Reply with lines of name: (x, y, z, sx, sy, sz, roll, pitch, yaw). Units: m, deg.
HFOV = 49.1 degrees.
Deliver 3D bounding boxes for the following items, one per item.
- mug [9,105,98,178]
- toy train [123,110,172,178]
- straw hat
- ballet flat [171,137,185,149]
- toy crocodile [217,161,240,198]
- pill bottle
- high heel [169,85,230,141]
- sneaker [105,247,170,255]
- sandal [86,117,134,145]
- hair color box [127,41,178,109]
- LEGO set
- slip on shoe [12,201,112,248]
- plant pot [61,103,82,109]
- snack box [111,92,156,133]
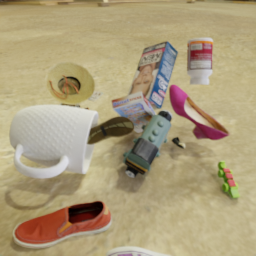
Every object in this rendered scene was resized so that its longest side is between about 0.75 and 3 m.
mug: (-2.387, 0.462, 8.610, 2.400, 2.021, 2.737, 11, 38, 1)
toy train: (0.709, 0.489, 9.212, 1.057, 1.413, 2.479, 33, 60, 4)
straw hat: (-2.247, -1.493, 10.511, 1.894, 0.802, 1.894, 10, 61, -19)
ballet flat: (1.844, 0.512, 10.223, 0.304, 0.356, 1.071, -48, 14, 1)
toy crocodile: (3.142, 1.611, 8.771, 0.431, 0.394, 1.277, 0, 46, -8)
pill bottle: (3.202, -2.938, 12.560, 1.116, 1.975, 1.116, 0, 8, 0)
high heel: (2.449, -0.537, 9.707, 1.262, 2.631, 0.886, -9, 34, 46)
sneaker: (0.295, 3.244, 6.107, 1.791, 0.649, 1.021, 5, 36, 8)
sandal: (-0.670, 0.099, 9.466, 1.751, 0.703, 0.473, -20, -3, 0)
hair color box: (1.063, -2.276, 12.455, 1.477, 0.894, 2.953, -2, 63, 47)
LEGO set: (-1.940, -0.817, 10.748, 1.368, 0.449, 1.831, 15, 48, 34)
slip on shoe: (-1.685, 2.417, 7.275, 2.528, 0.773, 0.936, -8, 35, -10)
plant pot: (-2.220, -0.297, 10.848, 0.207, 1.509, 1.509, 12, 33, 35)
snack box: (0.395, -0.450, 10.022, 1.050, 2.921, 0.355, -14, 70, 14)
